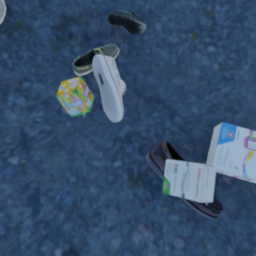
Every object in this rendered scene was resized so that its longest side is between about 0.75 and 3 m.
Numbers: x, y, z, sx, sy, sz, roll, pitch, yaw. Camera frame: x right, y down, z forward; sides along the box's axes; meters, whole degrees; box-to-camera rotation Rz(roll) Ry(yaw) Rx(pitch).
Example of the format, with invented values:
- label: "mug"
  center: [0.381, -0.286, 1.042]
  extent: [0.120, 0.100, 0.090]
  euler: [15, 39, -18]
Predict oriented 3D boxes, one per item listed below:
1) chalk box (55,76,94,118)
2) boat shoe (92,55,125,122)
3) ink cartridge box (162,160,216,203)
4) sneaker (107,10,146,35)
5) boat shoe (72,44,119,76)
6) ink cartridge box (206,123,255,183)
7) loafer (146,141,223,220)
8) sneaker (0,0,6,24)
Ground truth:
- label: "chalk box"
  center: [-1.311, -0.725, 7.326]
  extent: [0.617, 0.996, 0.620]
  euler: [-14, 42, 21]
- label: "boat shoe"
  center: [-0.435, -1.170, 8.125]
  extent: [0.700, 0.767, 2.131]
  euler: [-6, 64, -32]
- label: "ink cartridge box"
  center: [1.452, 1.257, 6.728]
  extent: [0.491, 1.183, 0.867]
  euler: [12, 84, -39]
- label: "sneaker"
  center: [0.033, -3.670, 9.407]
  extent: [0.700, 0.666, 1.766]
  euler: [-37, 50, -23]
- label: "boat shoe"
  center: [-1.119, -2.441, 9.779]
  extent: [1.795, 0.537, 0.641]
  euler: [-30, 80, -6]
- label: "ink cartridge box"
  center: [3.726, 0.854, 8.917]
  extent: [2.082, 0.881, 1.504]
  euler: [15, 78, 2]
- label: "loafer"
  center: [1.834, 1.567, 8.570]
  extent: [2.852, 1.025, 0.898]
  euler: [42, 118, 9]
- label: "sneaker"
  center: [-5.503, -3.719, 9.739]
  extent: [2.754, 1.129, 1.029]
  euler: [-43, 81, -8]
